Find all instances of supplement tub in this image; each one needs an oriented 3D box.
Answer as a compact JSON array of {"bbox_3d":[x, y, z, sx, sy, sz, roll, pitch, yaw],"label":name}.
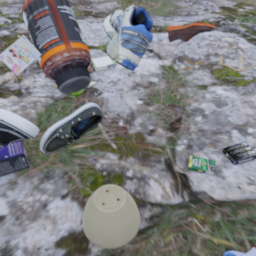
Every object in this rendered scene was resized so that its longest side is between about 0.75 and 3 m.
[{"bbox_3d":[-2.042,-2.478,8.340,1.516,1.516,2.834,-18,78,-18],"label":"supplement tub"}]

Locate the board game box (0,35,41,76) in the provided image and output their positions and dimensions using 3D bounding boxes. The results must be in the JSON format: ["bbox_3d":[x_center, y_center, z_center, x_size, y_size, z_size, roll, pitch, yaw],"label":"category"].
[{"bbox_3d":[-2.736,-1.832,7.098,0.834,0.638,0.168,-42,21,-5],"label":"board game box"}]

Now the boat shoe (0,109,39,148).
[{"bbox_3d":[-3.433,0.152,7.107,2.929,1.051,0.993,5,63,34],"label":"boat shoe"}]

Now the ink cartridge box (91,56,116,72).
[{"bbox_3d":[-1.135,-3.150,13.600,1.151,0.276,0.838,-15,45,-16],"label":"ink cartridge box"}]

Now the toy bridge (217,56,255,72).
[{"bbox_3d":[3.046,-1.733,7.569,1.210,0.407,0.165,1,-1,21],"label":"toy bridge"}]

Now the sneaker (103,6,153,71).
[{"bbox_3d":[0.126,-2.473,7.000,1.036,1.146,2.689,27,31,-29],"label":"sneaker"}]

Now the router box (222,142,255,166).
[{"bbox_3d":[3.714,0.843,9.314,0.887,0.226,0.661,-14,45,-14],"label":"router box"}]

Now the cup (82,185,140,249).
[{"bbox_3d":[-0.454,2.118,7.280,1.569,1.122,1.569,0,42,0],"label":"cup"}]

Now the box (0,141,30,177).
[{"bbox_3d":[-3.946,0.920,8.885,1.334,0.696,0.987,-18,46,-19],"label":"box"}]

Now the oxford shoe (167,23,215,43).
[{"bbox_3d":[2.366,-3.567,10.581,1.795,0.651,0.639,5,13,31],"label":"oxford shoe"}]

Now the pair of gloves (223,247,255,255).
[{"bbox_3d":[2.934,3.493,6.490,1.260,0.179,1.567,-21,47,-22],"label":"pair of gloves"}]

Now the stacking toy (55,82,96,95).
[{"bbox_3d":[-2.305,-2.195,12.280,1.584,0.669,1.434,-33,52,-30],"label":"stacking toy"}]

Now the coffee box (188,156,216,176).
[{"bbox_3d":[2.353,1.202,8.958,0.832,0.183,0.512,12,44,12],"label":"coffee box"}]

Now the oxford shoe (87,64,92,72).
[{"bbox_3d":[-1.974,-3.068,13.421,0.390,0.399,1.095,-8,43,-9],"label":"oxford shoe"}]

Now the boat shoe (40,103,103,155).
[{"bbox_3d":[-1.410,0.079,6.913,1.822,0.625,0.516,-39,41,1],"label":"boat shoe"}]
